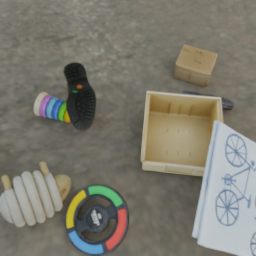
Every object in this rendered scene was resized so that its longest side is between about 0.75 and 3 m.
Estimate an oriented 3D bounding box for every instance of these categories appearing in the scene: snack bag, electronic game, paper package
[{"bbox_3d":[2.791,1.543,6.373,2.853,0.305,2.690,24,68,-23],"label":"snack bag"},{"bbox_3d":[-0.762,2.172,6.685,1.633,0.340,1.633,-6,70,16],"label":"electronic game"},{"bbox_3d":[2.277,-2.117,9.496,1.211,0.627,1.154,19,58,13],"label":"paper package"}]

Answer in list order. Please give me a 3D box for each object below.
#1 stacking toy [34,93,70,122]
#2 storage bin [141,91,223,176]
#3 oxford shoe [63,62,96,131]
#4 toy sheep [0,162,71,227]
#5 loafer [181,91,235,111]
[{"bbox_3d":[-1.902,-0.459,8.495,1.753,0.748,0.748,19,59,3],"label":"stacking toy"},{"bbox_3d":[1.463,0.168,7.844,2.104,0.986,2.089,6,57,3],"label":"storage bin"},{"bbox_3d":[-1.317,-0.764,7.972,0.817,0.949,2.248,-8,56,-6],"label":"oxford shoe"},{"bbox_3d":[-2.329,1.648,6.688,2.014,1.389,1.389,-20,60,-19],"label":"toy sheep"},{"bbox_3d":[2.441,-0.752,8.782,1.675,0.527,0.602,12,27,-2],"label":"loafer"}]
